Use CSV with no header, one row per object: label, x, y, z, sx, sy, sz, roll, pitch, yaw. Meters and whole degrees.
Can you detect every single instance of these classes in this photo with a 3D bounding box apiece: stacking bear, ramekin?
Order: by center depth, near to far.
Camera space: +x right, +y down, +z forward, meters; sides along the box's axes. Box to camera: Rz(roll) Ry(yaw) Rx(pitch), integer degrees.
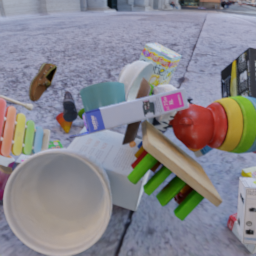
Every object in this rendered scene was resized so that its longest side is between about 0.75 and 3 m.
stacking bear,2.578,-0.019,7.415,2.910,1.655,1.767,1,6,-13
ramekin,-1.895,2.009,8.306,2.992,2.992,1.570,2,6,3

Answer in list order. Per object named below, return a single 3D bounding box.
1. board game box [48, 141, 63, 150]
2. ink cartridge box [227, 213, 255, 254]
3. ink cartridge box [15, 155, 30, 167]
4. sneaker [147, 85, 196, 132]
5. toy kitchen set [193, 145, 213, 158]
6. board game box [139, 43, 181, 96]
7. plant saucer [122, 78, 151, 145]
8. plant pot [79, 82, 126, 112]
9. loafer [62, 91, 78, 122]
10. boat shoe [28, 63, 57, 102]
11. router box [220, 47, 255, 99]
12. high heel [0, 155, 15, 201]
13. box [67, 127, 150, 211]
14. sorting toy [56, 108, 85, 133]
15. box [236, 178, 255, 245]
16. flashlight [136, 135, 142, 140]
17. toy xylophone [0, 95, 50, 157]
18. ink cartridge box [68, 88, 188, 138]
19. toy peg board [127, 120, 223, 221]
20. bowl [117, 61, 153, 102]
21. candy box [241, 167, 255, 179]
board game box,-2.864,1.412,11.042,1.130,0.355,2.366,-8,47,-34
ink cartridge box,3.792,3.170,8.670,0.832,0.483,1.153,-13,34,-20
ink cartridge box,-3.608,1.228,11.932,1.741,0.379,1.511,6,34,10
sneaker,1.774,-0.684,9.433,1.914,2.941,1.174,-10,68,-8
toy kitchen set,2.993,-0.237,8.708,2.108,1.689,1.242,-27,85,-30
board game box,1.092,-2.329,12.790,1.385,2.642,1.361,32,29,16
plant saucer,0.314,-0.498,9.292,0.403,2.343,2.343,18,33,0
plant pot,-0.680,-0.642,8.387,1.376,1.104,1.376,-11,-6,-1
loafer,-2.049,-0.721,9.856,0.543,1.512,0.476,-3,64,-10
boat shoe,-3.166,-1.714,10.439,0.559,0.592,1.646,11,73,18
router box,4.157,-1.406,10.250,0.620,1.868,2.375,9,72,-12
high heel,-5.043,1.859,10.805,1.003,1.428,2.977,26,-1,-34
box,-0.683,1.365,10.260,2.872,1.527,2.187,16,34,10
sorting toy,-2.161,-0.362,14.086,2.865,0.994,0.987,-13,56,-3
box,2.462,1.664,5.692,0.350,1.163,0.678,1,6,11
flashlight,1.113,0.965,11.959,2.155,0.732,0.730,30,76,32
toy xylophone,-3.735,-0.042,9.167,0.712,2.076,2.835,-4,-9,24
ink cartridge box,-0.135,-0.346,6.984,2.835,0.595,1.692,-17,4,-9
toy peg board,0.942,1.061,7.045,2.156,1.054,2.147,39,12,-9
bowl,0.174,-1.971,11.278,0.848,1.887,1.887,34,41,13
candy box,5.588,2.369,10.062,1.510,0.390,2.954,-10,33,-11
